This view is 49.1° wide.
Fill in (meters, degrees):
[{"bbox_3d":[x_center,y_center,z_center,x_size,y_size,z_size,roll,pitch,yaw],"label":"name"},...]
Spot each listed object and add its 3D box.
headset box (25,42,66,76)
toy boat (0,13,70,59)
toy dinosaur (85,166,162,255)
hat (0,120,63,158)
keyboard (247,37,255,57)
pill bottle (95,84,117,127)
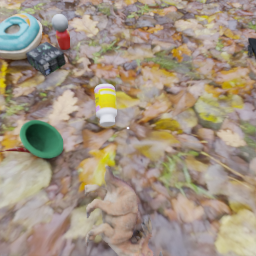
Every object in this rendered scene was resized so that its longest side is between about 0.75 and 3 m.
[{"bbox_3d":[-3.013,-2.549,10.190,1.099,0.510,0.957,36,61,25],"label":"headset box"},{"bbox_3d":[-3.589,-3.626,10.518,2.827,1.314,2.376,1,52,1],"label":"toy boat"},{"bbox_3d":[-0.105,1.871,5.933,1.576,0.998,2.325,-2,93,-11],"label":"toy dinosaur"},{"bbox_3d":[-2.752,0.567,8.016,1.431,1.260,1.185,40,37,-8],"label":"hat"},{"bbox_3d":[4.973,-2.895,10.670,0.976,0.208,1.625,4,51,-5],"label":"keyboard"},{"bbox_3d":[-0.670,-0.679,8.524,0.627,0.627,1.202,-5,71,-4],"label":"pill bottle"}]
